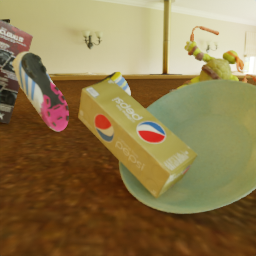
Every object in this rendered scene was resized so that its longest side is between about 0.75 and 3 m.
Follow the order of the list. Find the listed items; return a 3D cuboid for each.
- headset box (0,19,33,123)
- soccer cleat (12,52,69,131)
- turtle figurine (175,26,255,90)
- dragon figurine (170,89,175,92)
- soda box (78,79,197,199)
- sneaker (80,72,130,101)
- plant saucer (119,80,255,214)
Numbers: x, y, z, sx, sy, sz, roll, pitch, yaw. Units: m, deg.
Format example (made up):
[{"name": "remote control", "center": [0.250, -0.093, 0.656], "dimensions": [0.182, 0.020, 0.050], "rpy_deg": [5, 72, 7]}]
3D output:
[{"name": "headset box", "center": [-4.052, -1.807, 8.155], "dimensions": [2.149, 2.887, 1.115], "rpy_deg": [16, 0, 40]}, {"name": "soccer cleat", "center": [-2.143, -0.865, 6.901], "dimensions": [0.879, 2.037, 0.712], "rpy_deg": [0, 29, 44]}, {"name": "turtle figurine", "center": [2.195, -1.168, 7.152], "dimensions": [2.567, 2.070, 0.827], "rpy_deg": [40, 14, -4]}, {"name": "dragon figurine", "center": [2.862, -1.529, 12.777], "dimensions": [2.003, 0.590, 0.996], "rpy_deg": [-5, 14, -16]}, {"name": "soda box", "center": [0.052, 0.087, 3.670], "dimensions": [0.524, 0.555, 1.637], "rpy_deg": [-27, 60, -36]}, {"name": "sneaker", "center": [-0.701, -0.934, 8.130], "dimensions": [1.863, 0.766, 0.689], "rpy_deg": [-17, 35, 45]}, {"name": "plant saucer", "center": [0.927, 0.228, 3.795], "dimensions": [2.191, 0.422, 2.191], "rpy_deg": [-21, 39, 18]}]
